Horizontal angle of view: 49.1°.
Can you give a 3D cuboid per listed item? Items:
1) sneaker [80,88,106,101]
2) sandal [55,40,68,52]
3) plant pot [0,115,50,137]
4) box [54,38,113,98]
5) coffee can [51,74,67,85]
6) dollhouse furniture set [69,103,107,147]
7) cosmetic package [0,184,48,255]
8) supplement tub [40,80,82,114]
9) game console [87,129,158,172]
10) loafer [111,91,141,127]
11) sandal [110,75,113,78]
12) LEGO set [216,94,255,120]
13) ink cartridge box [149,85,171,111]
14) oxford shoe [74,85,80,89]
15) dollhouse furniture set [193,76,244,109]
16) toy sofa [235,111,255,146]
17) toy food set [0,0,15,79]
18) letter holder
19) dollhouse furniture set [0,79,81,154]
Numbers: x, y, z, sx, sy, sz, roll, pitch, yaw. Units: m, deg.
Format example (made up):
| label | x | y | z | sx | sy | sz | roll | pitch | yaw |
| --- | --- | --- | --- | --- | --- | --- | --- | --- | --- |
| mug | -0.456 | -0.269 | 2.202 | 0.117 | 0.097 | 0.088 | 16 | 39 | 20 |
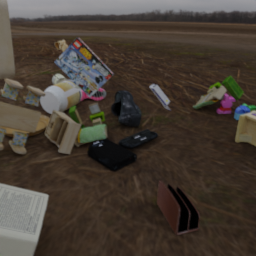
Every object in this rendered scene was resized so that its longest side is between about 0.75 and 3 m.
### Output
| label | x | y | z | sx | sy | sz | roll | pitch | yaw |
| --- | --- | --- | --- | --- | --- | --- | --- | --- | --- |
| sneaker | -2.049 | -1.756 | 14.369 | 1.793 | 0.708 | 0.855 | -4 | 14 | -10 |
| sandal | -2.817 | -3.426 | 11.570 | 0.397 | 0.443 | 1.208 | 13 | 22 | -33 |
| plant pot | -4.061 | -0.075 | 11.046 | 1.946 | 0.267 | 1.946 | 1 | 25 | 0 |
| box | -1.438 | -1.963 | 9.213 | 1.116 | 1.629 | 0.325 | -42 | 11 | 13 |
| coffee can | -3.893 | -2.624 | 16.035 | 0.740 | 0.740 | 1.011 | -12 | 28 | -25 |
| dollhouse furniture set | -1.478 | -0.220 | 10.211 | 1.191 | 0.912 | 1.818 | -18 | 25 | 2 |
| cosmetic package | -2.970 | 1.709 | 5.296 | 2.582 | 0.944 | 1.337 | 17 | 22 | -13 |
| supplement tub | -3.047 | -1.414 | 12.793 | 1.235 | 1.235 | 1.710 | 11 | 27 | 23 |
| game console | 0.012 | 0.609 | 9.498 | 2.617 | 0.316 | 1.544 | -22 | 33 | -37 |
| loafer | -0.252 | -0.930 | 12.019 | 1.008 | 0.975 | 2.872 | 3 | 26 | -17 |
| sandal | -1.042 | -2.029 | 11.149 | 0.670 | 0.450 | 1.667 | -9 | 2 | 20 |
| LEGO set | 5.478 | -1.071 | 12.134 | 2.831 | 1.162 | 1.080 | -2 | 25 | -5 |
| ink cartridge box | 1.134 | -1.053 | 9.545 | 0.226 | 0.962 | 0.951 | -41 | 10 | 3 |
| oxford shoe | -1.685 | -1.757 | 11.170 | 0.951 | 0.275 | 0.358 | -8 | 30 | 4 |
| dollhouse furniture set | 4.229 | -1.314 | 13.159 | 2.113 | 1.061 | 1.385 | -43 | 8 | -38 |
| toy sofa | 4.958 | 0.339 | 9.170 | 1.257 | 1.067 | 2.577 | -14 | 28 | -25 |
| toy food set | -2.837 | -1.691 | 5.288 | 1.136 | 1.583 | 0.478 | -9 | 18 | -30 |
| letter holder | 1.138 | 1.732 | 6.448 | 0.559 | 0.790 | 1.111 | -7 | 25 | -15 |
| dollhouse furniture set | -3.035 | -0.124 | 9.054 | 2.399 | 2.103 | 1.594 | 16 | 10 | -38 |
